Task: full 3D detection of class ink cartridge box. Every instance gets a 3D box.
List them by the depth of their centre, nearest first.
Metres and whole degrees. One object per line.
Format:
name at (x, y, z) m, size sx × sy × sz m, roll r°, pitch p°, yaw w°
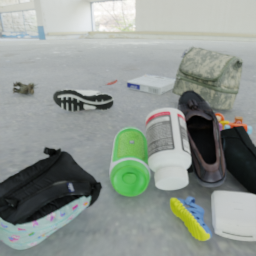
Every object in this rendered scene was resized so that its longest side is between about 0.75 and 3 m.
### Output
ink cartridge box at (1.342, -2.409, 15.324) m, size 2.103 × 0.428 × 2.108 m, roll 16°, pitch 29°, yaw 31°

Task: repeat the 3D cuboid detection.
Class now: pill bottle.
pill bottle at (0.878, 0.462, 6.166) m, size 0.919 × 0.919 × 1.660 m, roll 0°, pitch 56°, yaw -1°

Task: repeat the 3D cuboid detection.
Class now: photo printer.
photo printer at (2.093, 1.692, 5.403) m, size 0.925 × 0.386 × 1.112 m, roll 3°, pitch 23°, yaw 14°

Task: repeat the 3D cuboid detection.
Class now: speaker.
speaker at (0.054, 0.743, 7.034) m, size 0.970 × 0.970 × 2.194 m, roll 0°, pitch 22°, yaw 1°

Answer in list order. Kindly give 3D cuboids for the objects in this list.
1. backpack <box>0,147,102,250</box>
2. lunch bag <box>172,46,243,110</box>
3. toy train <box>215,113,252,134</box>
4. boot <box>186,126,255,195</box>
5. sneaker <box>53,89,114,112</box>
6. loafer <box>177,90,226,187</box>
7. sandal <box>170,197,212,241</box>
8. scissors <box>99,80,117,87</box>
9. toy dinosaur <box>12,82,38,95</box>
backpack at (-1.580, 1.321, 5.149) m, size 1.500 × 1.138 × 1.798 m, roll 32°, pitch 39°, yaw 29°
lunch bag at (3.347, -2.157, 11.840) m, size 1.824 × 2.196 × 2.618 m, roll 2°, pitch 21°, yaw -40°
toy train at (2.744, -0.196, 9.205) m, size 2.294 × 0.638 × 1.723 m, roll 3°, pitch 6°, yaw 10°
boot at (2.129, 0.816, 6.917) m, size 1.984 × 0.896 × 2.422 m, roll -9°, pitch 36°, yaw 4°
sneaker at (-1.917, -1.169, 11.843) m, size 2.488 × 0.917 × 0.995 m, roll 5°, pitch 14°, yaw -20°
loafer at (1.764, 0.020, 6.718) m, size 0.977 × 0.856 × 2.718 m, roll -12°, pitch 54°, yaw 8°
sandal at (1.257, 1.662, 5.365) m, size 0.495 × 0.452 × 1.137 m, roll -15°, pitch 28°, yaw -16°
scissors at (-1.157, -2.375, 15.268) m, size 1.331 × 0.093 × 0.487 m, roll -13°, pitch 25°, yaw 27°
toy dinosaur at (-5.267, -1.960, 14.156) m, size 1.000 × 0.752 × 1.955 m, roll 14°, pitch -3°, yaw -31°
